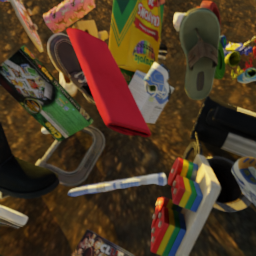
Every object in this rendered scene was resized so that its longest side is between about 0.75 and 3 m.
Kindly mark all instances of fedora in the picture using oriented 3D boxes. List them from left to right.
[{"bbox_3d":[2.758,1.787,8.444,1.625,0.829,1.837,-16,55,-12],"label":"fedora"}]

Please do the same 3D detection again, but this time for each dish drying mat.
[{"bbox_3d":[-0.461,-0.985,5.576,1.086,0.257,2.827,16,39,-44],"label":"dish drying mat"}]

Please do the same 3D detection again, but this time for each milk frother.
[{"bbox_3d":[3.161,0.642,8.829,2.532,2.429,2.692,22,103,14],"label":"milk frother"}]

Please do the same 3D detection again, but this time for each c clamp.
[{"bbox_3d":[-2.121,0.720,9.169,2.338,0.371,2.737,29,54,8],"label":"c clamp"}]

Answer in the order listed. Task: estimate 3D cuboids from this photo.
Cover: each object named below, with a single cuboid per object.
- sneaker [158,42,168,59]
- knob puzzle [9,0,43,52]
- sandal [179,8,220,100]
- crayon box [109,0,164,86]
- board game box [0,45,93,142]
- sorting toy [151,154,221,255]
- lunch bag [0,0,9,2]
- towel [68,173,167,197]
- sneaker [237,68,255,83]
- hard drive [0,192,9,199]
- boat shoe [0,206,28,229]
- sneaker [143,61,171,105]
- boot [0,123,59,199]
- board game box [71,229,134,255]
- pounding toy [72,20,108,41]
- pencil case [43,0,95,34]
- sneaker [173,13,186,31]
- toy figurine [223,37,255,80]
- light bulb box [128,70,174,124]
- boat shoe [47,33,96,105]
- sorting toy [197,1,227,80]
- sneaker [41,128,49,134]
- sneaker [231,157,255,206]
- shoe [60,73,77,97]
[{"bbox_3d":[0.935,-2.795,9.870,1.007,0.368,0.563,21,98,23],"label":"sneaker"},{"bbox_3d":[-2.649,-2.864,7.504,0.257,1.850,1.850,-25,60,-2],"label":"knob puzzle"},{"bbox_3d":[1.973,-1.806,7.351,1.041,2.622,0.748,-13,36,2],"label":"sandal"},{"bbox_3d":[0.245,-2.561,7.944,0.696,1.741,2.742,10,98,31],"label":"crayon box"},{"bbox_3d":[-2.272,-0.791,7.504,1.354,2.585,0.303,-27,27,27],"label":"board game box"},{"bbox_3d":[1.085,1.645,6.080,0.688,1.966,1.978,21,103,2],"label":"sorting toy"},{"bbox_3d":[-3.865,-4.737,8.748,0.633,1.347,1.014,16,28,4],"label":"lunch bag"},{"bbox_3d":[-0.127,1.182,5.758,1.890,1.388,0.225,-10,81,4],"label":"towel"},{"bbox_3d":[3.551,-1.583,8.370,0.611,0.935,0.372,6,85,-33],"label":"sneaker"},{"bbox_3d":[-3.603,1.540,8.653,0.884,0.277,1.311,-20,36,-16],"label":"hard drive"},{"bbox_3d":[-4.277,2.530,7.927,2.852,0.997,0.945,13,69,8],"label":"boat shoe"},{"bbox_3d":[0.638,-0.936,6.506,0.539,1.424,0.549,38,78,27],"label":"sneaker"},{"bbox_3d":[-2.994,0.603,6.752,2.452,2.009,0.907,2,29,21],"label":"boot"},{"bbox_3d":[-0.713,3.625,7.584,1.588,0.275,1.076,24,60,14],"label":"board game box"},{"bbox_3d":[-1.271,-2.719,8.986,0.698,1.525,1.340,-18,93,-30],"label":"pounding toy"},{"bbox_3d":[-1.857,-3.659,8.770,1.682,0.696,0.728,-31,37,12],"label":"pencil case"},{"bbox_3d":[2.237,-3.995,10.288,0.836,0.628,1.678,2,26,39],"label":"sneaker"},{"bbox_3d":[4.376,-2.998,11.724,2.231,1.177,1.336,-36,36,-24],"label":"toy figurine"},{"bbox_3d":[0.522,-0.855,8.081,0.772,1.226,1.237,36,106,27],"label":"light bulb box"},{"bbox_3d":[-1.206,-1.525,7.893,0.962,2.649,0.831,-47,49,-10],"label":"boat shoe"},{"bbox_3d":[2.426,-2.691,8.922,0.991,1.451,2.415,-3,95,36],"label":"sorting toy"},{"bbox_3d":[-2.669,-0.131,9.909,0.916,0.455,0.357,-32,62,-19],"label":"sneaker"},{"bbox_3d":[3.220,1.592,6.739,0.718,0.841,1.908,-23,73,-9],"label":"sneaker"},{"bbox_3d":[-2.279,-2.392,11.236,0.885,0.676,2.531,-2,57,-1],"label":"shoe"}]
